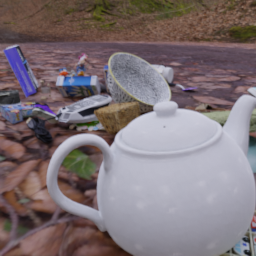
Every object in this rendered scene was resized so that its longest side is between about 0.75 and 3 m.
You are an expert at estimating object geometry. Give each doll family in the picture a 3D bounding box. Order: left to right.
[{"bbox_3d":[-2.684,-2.852,14.527,2.128,0.959,1.321,-33,32,14],"label":"doll family"}]

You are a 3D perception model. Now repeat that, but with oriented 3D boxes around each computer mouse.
[{"bbox_3d":[-1.767,-0.350,9.208,2.947,0.646,1.616,-24,25,-28],"label":"computer mouse"}]

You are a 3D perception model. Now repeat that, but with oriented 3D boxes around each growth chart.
[{"bbox_3d":[-0.962,-0.178,9.556,1.842,0.163,1.333,1,22,4],"label":"growth chart"}]

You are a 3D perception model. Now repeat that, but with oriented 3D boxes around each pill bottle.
[{"bbox_3d":[1.533,-2.996,15.684,1.812,0.993,0.993,11,24,28],"label":"pill bottle"}]

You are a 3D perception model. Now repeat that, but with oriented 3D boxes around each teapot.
[{"bbox_3d":[0.628,0.590,4.551,2.734,2.023,2.770,0,21,27],"label":"teapot"}]

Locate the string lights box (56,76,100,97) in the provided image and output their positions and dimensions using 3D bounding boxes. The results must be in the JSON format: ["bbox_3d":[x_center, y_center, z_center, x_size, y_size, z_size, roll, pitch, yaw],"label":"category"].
[{"bbox_3d":[-2.212,-1.863,12.605,1.775,0.912,0.523,0,63,7],"label":"string lights box"}]

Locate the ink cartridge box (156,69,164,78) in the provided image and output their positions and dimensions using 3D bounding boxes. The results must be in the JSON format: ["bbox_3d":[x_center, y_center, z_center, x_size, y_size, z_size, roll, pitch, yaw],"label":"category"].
[{"bbox_3d":[1.280,-2.467,14.321,0.995,0.978,1.352,3,20,11],"label":"ink cartridge box"}]

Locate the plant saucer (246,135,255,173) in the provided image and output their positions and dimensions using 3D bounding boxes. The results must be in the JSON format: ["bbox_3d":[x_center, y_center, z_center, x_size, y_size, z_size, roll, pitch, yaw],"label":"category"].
[{"bbox_3d":[2.785,0.489,7.422,2.119,0.408,2.119,-1,21,0],"label":"plant saucer"}]

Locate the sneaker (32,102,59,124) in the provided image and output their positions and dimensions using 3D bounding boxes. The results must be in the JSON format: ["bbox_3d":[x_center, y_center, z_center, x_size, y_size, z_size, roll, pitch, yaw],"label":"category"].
[{"bbox_3d":[-2.710,-0.553,9.393,0.367,1.056,0.525,-31,50,26],"label":"sneaker"}]

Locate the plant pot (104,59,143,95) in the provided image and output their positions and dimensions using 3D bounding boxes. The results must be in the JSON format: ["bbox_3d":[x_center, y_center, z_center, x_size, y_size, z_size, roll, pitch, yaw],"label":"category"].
[{"bbox_3d":[-0.213,-2.344,13.181,1.597,1.597,1.436,11,27,40],"label":"plant pot"}]

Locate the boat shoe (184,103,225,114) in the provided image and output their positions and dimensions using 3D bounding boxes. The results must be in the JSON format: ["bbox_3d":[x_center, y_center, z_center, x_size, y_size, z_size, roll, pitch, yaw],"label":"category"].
[{"bbox_3d":[2.767,-0.606,10.038,1.641,0.589,0.621,18,27,38],"label":"boat shoe"}]

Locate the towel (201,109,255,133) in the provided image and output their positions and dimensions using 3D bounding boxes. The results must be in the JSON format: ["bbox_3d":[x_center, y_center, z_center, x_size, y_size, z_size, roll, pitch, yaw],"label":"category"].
[{"bbox_3d":[2.841,-0.166,7.720,2.983,0.544,2.213,-4,4,22],"label":"towel"}]

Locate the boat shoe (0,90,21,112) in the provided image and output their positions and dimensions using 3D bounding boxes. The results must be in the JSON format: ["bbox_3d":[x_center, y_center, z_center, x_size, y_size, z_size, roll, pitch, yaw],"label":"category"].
[{"bbox_3d":[-5.616,-1.224,11.192,2.856,0.909,1.010,3,21,9],"label":"boat shoe"}]

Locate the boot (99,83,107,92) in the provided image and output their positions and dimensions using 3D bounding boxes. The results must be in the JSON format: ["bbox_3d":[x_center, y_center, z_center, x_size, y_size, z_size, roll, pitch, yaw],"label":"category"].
[{"bbox_3d":[-1.852,-2.014,13.849,1.447,0.501,1.260,34,36,31],"label":"boot"}]

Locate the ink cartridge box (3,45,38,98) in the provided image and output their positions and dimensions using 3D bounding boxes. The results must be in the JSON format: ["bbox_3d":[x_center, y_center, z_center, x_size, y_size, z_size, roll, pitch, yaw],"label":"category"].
[{"bbox_3d":[-4.980,-2.725,13.212,0.496,2.263,2.284,-22,23,-5],"label":"ink cartridge box"}]

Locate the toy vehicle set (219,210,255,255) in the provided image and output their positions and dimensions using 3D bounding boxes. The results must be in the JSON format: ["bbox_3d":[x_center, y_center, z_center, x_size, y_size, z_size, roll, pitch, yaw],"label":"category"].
[{"bbox_3d":[1.731,1.826,4.213,1.116,0.238,1.796,6,22,16],"label":"toy vehicle set"}]

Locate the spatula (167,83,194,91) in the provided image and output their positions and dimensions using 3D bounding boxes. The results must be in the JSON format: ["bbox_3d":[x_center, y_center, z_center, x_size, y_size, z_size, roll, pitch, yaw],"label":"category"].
[{"bbox_3d":[2.653,-2.155,14.591,0.610,0.222,2.159,-13,24,-35],"label":"spatula"}]

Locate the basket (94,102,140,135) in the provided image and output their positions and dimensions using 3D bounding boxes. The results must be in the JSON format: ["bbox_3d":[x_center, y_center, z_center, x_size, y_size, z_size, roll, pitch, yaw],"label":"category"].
[{"bbox_3d":[-0.291,-0.253,8.760,0.935,0.896,1.256,0,17,34],"label":"basket"}]

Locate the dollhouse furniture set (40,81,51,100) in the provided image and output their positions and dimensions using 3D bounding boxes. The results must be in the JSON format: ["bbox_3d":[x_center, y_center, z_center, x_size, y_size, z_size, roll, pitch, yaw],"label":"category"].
[{"bbox_3d":[-3.707,-1.673,12.497,0.425,0.819,0.363,-1,21,-4],"label":"dollhouse furniture set"}]

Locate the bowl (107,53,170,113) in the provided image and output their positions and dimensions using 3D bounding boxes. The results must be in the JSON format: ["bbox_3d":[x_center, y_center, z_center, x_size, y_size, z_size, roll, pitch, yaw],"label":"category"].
[{"bbox_3d":[0.171,-1.474,10.733,2.709,1.271,2.709,23,41,-21],"label":"bowl"}]

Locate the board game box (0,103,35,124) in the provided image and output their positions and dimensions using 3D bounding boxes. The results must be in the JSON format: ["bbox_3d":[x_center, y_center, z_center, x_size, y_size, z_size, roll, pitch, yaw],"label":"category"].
[{"bbox_3d":[-3.883,-0.534,10.094,1.278,0.394,1.277,-9,22,-23],"label":"board game box"}]

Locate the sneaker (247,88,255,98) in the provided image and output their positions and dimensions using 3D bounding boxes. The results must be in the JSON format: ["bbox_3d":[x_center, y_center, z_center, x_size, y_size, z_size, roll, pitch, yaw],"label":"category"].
[{"bbox_3d":[5.502,-1.222,10.781,0.954,0.861,2.329,-37,20,11],"label":"sneaker"}]
